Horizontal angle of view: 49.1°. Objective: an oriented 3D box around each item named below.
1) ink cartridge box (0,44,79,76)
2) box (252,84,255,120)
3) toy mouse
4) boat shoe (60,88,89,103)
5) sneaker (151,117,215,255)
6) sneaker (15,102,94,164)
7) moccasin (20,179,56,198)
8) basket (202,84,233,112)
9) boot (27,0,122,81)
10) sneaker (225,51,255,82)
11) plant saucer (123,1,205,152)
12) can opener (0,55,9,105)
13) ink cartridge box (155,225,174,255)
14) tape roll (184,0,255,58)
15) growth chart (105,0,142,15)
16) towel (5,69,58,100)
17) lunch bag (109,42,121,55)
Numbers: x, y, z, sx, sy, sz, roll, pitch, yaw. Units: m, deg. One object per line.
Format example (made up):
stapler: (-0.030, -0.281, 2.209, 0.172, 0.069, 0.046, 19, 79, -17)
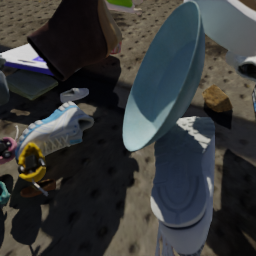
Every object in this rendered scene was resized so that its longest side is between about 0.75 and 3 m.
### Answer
ink cartridge box: (-3.215, -2.516, 10.489, 2.666, 0.584, 2.691, 13, 30, 13)
box: (4.871, -0.504, 8.656, 1.726, 0.500, 2.172, 9, 43, 10)
toy mouse: (-3.017, 1.075, 6.697, 2.221, 0.484, 2.499, -23, 50, -2)
boat shoe: (-1.808, -1.173, 9.528, 1.052, 0.344, 0.387, -30, 50, -29)
sneaker: (0.902, 0.705, 4.249, 0.913, 0.962, 2.390, -7, 34, 27)
sneaker: (-1.874, 0.212, 7.594, 1.099, 0.951, 2.536, 26, 48, 19)
moccasin: (-2.134, 1.419, 6.649, 0.821, 0.317, 0.300, -11, 43, -13)
basket: (2.913, -0.886, 9.263, 0.626, 0.653, 0.877, -37, 45, 8)
boot: (-1.543, -2.724, 6.854, 2.232, 0.971, 2.684, -41, 100, -31)
sneaker: (3.025, -1.656, 7.190, 0.658, 0.678, 1.857, -16, 28, -13)
plant saucer: (0.606, -0.729, 4.512, 0.473, 2.455, 2.455, 19, 39, -16)
can opener: (-2.745, -0.607, 5.181, 0.712, 2.668, 0.892, -15, 86, -33)
ink cartridge box: (0.865, 2.668, 3.917, 0.733, 2.088, 2.569, 0, 42, 0)
tape roll: (1.969, -2.181, 5.250, 1.830, 0.640, 1.830, 17, 47, -19)
growth chart: (-0.712, -4.951, 9.185, 2.128, 2.940, 0.261, 16, 69, 29)
towel: (-3.542, -1.640, 10.063, 1.812, 0.331, 1.345, 26, 47, 26)
lunch bag: (-1.642, -3.494, 11.121, 2.445, 1.002, 2.154, 14, 18, 17)
